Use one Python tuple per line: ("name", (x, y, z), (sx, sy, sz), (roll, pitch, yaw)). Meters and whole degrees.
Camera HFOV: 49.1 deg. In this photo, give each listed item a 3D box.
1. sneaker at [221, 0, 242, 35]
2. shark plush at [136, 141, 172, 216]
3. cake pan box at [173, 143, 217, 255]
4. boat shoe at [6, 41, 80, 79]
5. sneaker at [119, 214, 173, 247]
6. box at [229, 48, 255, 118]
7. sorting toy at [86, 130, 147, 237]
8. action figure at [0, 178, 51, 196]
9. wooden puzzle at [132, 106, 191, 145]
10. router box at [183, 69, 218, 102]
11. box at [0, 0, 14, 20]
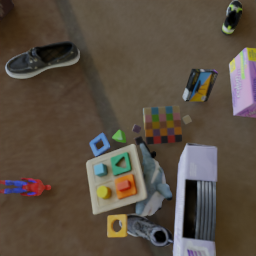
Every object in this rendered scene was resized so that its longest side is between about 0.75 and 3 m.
("sneaker", (3.359, -3.551, 8.830), (0.471, 0.544, 1.313), (19, 76, 5))
("shark plush", (0.536, 1.239, 7.342), (0.853, 0.931, 2.048), (3, 69, -15))
("cake pan box", (1.435, 1.810, 6.300), (0.704, 2.691, 2.478), (2, 73, 7))
("boat shoe", (-2.585, -2.088, 8.334), (2.261, 0.749, 0.791), (-11, 75, -3))
("sneaker", (0.469, 2.563, 7.056), (1.439, 0.819, 0.543), (20, 74, 6))
("box", (3.966, -1.176, 7.809), (1.895, 0.916, 1.667), (5, 72, -9))
("sorting toy", (-0.394, 1.288, 7.108), (1.585, 0.384, 2.816), (-23, 61, 19))
("action figure", (-2.840, 1.593, 7.570), (1.476, 0.382, 0.483), (3, 80, -4))
("wooden puzzle", (0.960, -0.081, 7.929), (1.750, 0.123, 1.038), (-4, 88, -9))
("router box", (2.035, -1.206, 7.958), (0.711, 0.953, 0.243), (-2, 41, -15))
("box", (-4.664, -3.609, 8.773), (0.967, 0.723, 1.930), (35, 80, 9))
